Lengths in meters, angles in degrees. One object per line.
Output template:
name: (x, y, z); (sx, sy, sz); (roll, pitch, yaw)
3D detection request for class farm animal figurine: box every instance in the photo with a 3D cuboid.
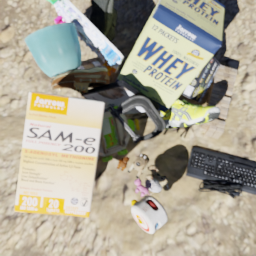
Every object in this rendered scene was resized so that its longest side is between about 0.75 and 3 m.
farm animal figurine: (0.445, 1.115, 7.286); (1.408, 1.137, 0.708); (43, 109, 43)

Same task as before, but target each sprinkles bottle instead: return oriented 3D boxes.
sprinkles bottle: (-1.746, -1.839, 9.851); (1.688, 0.576, 0.576); (-23, 71, -20)

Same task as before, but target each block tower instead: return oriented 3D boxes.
block tower: (3.176, -0.979, 9.825); (0.700, 0.749, 2.592); (17, 70, 6)

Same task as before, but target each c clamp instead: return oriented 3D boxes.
c clamp: (0.120, -0.174, 8.061); (1.602, 1.876, 0.254); (-36, 34, 15)

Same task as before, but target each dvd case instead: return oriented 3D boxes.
dvd case: (-0.304, -0.859, 8.743); (1.569, 2.200, 0.193); (29, 70, -34)

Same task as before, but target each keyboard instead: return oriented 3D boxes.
keyboard: (3.283, 1.535, 9.009); (2.738, 0.543, 1.425); (14, 70, 6)

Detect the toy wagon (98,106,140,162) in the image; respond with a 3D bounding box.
toy wagon: (-0.417, 0.118, 8.895); (2.028, 0.401, 1.574); (-18, 100, -46)

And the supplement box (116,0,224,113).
supplement box: (1.276, -2.545, 8.561); (1.855, 2.761, 2.764); (28, 46, -7)

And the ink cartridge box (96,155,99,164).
ink cartridge box: (-1.879, 0.961, 8.612); (1.652, 0.933, 2.251); (29, 65, -18)

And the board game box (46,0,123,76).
board game box: (-1.421, -2.914, 8.982); (2.890, 2.890, 0.374); (44, 88, -6)

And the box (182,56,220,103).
box: (2.402, -1.602, 9.170); (0.363, 1.192, 1.479); (32, 102, 25)

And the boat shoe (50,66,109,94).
boat shoe: (-1.400, -1.393, 8.502); (1.810, 0.685, 0.668); (-16, 84, -18)

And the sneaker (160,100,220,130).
sneaker: (1.766, -0.470, 8.741); (0.878, 2.329, 0.890); (-7, 88, -39)

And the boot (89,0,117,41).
boot: (-0.700, -3.892, 8.981); (0.703, 1.356, 2.076); (15, 107, 11)

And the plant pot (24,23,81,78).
plant pot: (-2.102, -2.235, 8.357); (1.537, 1.537, 1.233); (-21, 99, -7)

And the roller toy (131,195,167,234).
roller toy: (0.536, 2.334, 7.548); (0.680, 0.888, 0.973); (-32, 96, -26)

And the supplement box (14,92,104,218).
supplement box: (-1.674, 0.646, 7.067); (1.815, 1.059, 2.879); (7, 93, -7)
